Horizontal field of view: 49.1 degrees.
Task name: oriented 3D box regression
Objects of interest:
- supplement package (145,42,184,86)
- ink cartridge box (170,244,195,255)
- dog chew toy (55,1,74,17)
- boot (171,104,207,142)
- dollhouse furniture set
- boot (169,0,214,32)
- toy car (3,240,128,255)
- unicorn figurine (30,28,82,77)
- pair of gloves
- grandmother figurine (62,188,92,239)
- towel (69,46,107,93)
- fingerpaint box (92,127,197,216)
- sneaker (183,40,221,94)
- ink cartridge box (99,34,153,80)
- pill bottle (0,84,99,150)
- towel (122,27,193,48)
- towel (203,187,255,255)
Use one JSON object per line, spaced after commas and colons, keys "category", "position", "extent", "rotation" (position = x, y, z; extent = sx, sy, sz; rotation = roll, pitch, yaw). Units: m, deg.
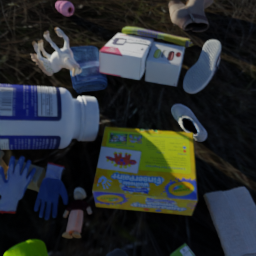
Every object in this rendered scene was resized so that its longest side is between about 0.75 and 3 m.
{"category": "supplement package", "position": [1.341, -2.355, 10.290], "extent": [1.203, 0.925, 1.258], "rotation": [11, 50, 9]}
{"category": "ink cartridge box", "position": [1.340, 3.101, 5.807], "extent": [0.422, 0.824, 1.114], "rotation": [-27, 55, -21]}
{"category": "dog chew toy", "position": [-3.065, -5.723, 13.324], "extent": [1.065, 0.663, 0.663], "rotation": [33, 57, 32]}
{"category": "boot", "position": [1.781, -0.260, 8.560], "extent": [0.570, 0.740, 1.549], "rotation": [-46, 58, 11]}
{"category": "dollhouse furniture set", "position": [-3.769, 0.887, 6.534], "extent": [2.870, 2.538, 1.596], "rotation": [14, 52, 11]}
{"category": "boot", "position": [3.140, -5.208, 12.807], "extent": [2.665, 0.936, 1.949], "rotation": [-16, 59, -13]}
{"category": "toy car", "position": [-0.873, 3.326, 5.374], "extent": [2.707, 2.135, 2.223], "rotation": [-1, 47, -40]}
{"category": "unicorn figurine", "position": [-2.395, -2.430, 9.585], "extent": [0.911, 1.693, 2.466], "rotation": [-35, 14, -29]}
{"category": "pair of gloves", "position": [-2.337, 1.497, 6.954], "extent": [1.783, 0.203, 1.433], "rotation": [13, 80, -19]}
{"category": "grandmother figurine", "position": [-1.265, 2.068, 6.968], "extent": [0.753, 0.376, 1.242], "rotation": [-3, 51, 5]}
{"category": "towel", "position": [-1.548, -2.260, 10.463], "extent": [1.260, 0.548, 2.257], "rotation": [-10, 51, -9]}
{"category": "fingerpaint box", "position": [0.472, 1.093, 7.425], "extent": [2.469, 0.906, 2.060], "rotation": [3, 49, 4]}
{"category": "sneaker", "position": [2.754, -2.045, 10.165], "extent": [0.868, 0.878, 2.212], "rotation": [27, 78, 25]}
{"category": "ink cartridge box", "position": [-0.010, -2.685, 10.313], "extent": [1.503, 0.875, 2.076], "rotation": [12, 37, 10]}
{"category": "pill bottle", "position": [-2.384, -0.273, 7.814], "extent": [2.912, 1.743, 1.743], "rotation": [1, 48, -21]}
{"category": "towel", "position": [1.261, -3.670, 11.300], "extent": [2.702, 0.308, 1.940], "rotation": [16, 23, 11]}
{"category": "towel", "position": [2.661, 2.299, 6.820], "extent": [1.168, 0.304, 1.762], "rotation": [-8, 50, -7]}
